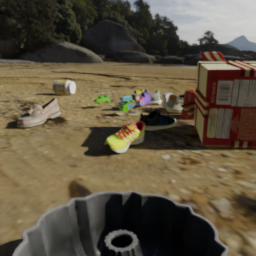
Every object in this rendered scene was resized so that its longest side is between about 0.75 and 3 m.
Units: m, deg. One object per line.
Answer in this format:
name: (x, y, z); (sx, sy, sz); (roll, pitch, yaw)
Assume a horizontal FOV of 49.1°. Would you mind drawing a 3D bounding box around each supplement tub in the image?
supplement tub: (-3.790, -2.388, 16.579); (1.169, 0.844, 0.844); (5, 16, 16)

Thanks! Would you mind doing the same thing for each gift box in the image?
gift box: (2.987, -0.929, 8.327); (2.658, 2.453, 2.482); (7, 18, 7)

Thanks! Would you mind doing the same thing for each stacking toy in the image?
stacking toy: (0.292, -1.171, 12.678); (2.980, 0.700, 2.247); (-14, 19, -35)

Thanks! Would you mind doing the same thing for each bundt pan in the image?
bundt pan: (-0.064, 1.448, 2.837); (2.036, 0.764, 2.036); (-1, 16, 0)

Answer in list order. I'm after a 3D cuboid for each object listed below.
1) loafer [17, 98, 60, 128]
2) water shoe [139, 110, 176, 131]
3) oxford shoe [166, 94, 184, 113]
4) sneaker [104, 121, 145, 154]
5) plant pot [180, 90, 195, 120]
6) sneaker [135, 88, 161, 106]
loafer: (-3.296, -0.594, 10.307); (0.816, 0.714, 2.270); (5, 16, 16)
water shoe: (1.043, -0.291, 9.412); (1.537, 0.606, 0.549); (-12, 19, -36)
oxford shoe: (2.872, -1.194, 12.338); (2.853, 0.824, 1.073); (-7, 14, -32)
sneaker: (-0.061, 0.167, 7.381); (0.573, 0.663, 1.467); (33, 34, 24)
plant pot: (2.578, -0.925, 10.896); (1.075, 1.046, 1.075); (0, 16, 0)
sneaker: (0.738, -1.517, 13.506); (1.790, 0.793, 0.688); (-3, 16, -10)
